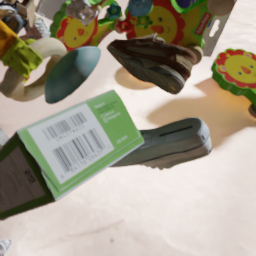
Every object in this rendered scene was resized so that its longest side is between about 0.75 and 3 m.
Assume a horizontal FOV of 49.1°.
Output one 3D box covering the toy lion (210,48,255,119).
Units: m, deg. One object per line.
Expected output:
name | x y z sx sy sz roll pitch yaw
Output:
toy lion | 4.478 -1.831 9.804 2.918 1.002 2.797 -22 62 -22

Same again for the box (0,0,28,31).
box | -3.740 -3.437 8.802 1.194 0.949 0.275 -48 30 -8

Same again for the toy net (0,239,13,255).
toy net | -3.013 2.829 5.948 1.206 0.233 0.633 -34 54 -30

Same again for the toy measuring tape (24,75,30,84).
toy measuring tape | -4.049 -1.851 10.640 0.418 0.418 1.136 10 45 10

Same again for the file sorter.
file sorter | -2.109 -4.038 8.977 1.797 1.247 1.119 13 27 -50

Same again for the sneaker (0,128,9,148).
sneaker | -3.703 0.020 4.775 1.101 2.990 1.728 -12 46 43

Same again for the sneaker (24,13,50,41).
sneaker | -3.975 -4.281 12.593 1.091 1.152 2.851 -29 52 -28

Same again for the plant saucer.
plant saucer | -1.155 -1.092 5.322 1.471 0.283 1.471 -28 38 25

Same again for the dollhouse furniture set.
dollhouse furniture set | -3.738 -4.063 7.955 2.571 1.138 1.332 26 71 -7

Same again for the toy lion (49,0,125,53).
toy lion | -1.227 -3.110 8.511 2.345 2.247 0.805 -46 69 0

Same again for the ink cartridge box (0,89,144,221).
ink cartridge box | -1.058 0.484 3.516 1.241 2.390 0.709 -30 90 -43

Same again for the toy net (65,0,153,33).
toy net | -0.427 -2.560 6.366 1.979 0.382 1.038 -3 82 8

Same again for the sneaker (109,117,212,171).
sneaker | 0.446 0.508 5.487 2.392 0.847 0.874 -12 38 28

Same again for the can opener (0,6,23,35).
can opener | -3.002 -1.875 5.962 0.604 1.805 0.481 57 20 0

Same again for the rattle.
rattle | -2.145 -1.549 6.332 1.762 1.606 2.466 25 23 12

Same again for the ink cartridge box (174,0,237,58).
ink cartridge box | 1.677 -2.981 7.967 2.146 2.126 0.466 2 55 -8

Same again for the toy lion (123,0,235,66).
toy lion | 1.092 -2.791 7.125 2.349 2.451 0.841 22 50 -3

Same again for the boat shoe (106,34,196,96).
boat shoe | 0.298 -0.988 3.933 0.585 0.617 1.630 -52 48 -2
